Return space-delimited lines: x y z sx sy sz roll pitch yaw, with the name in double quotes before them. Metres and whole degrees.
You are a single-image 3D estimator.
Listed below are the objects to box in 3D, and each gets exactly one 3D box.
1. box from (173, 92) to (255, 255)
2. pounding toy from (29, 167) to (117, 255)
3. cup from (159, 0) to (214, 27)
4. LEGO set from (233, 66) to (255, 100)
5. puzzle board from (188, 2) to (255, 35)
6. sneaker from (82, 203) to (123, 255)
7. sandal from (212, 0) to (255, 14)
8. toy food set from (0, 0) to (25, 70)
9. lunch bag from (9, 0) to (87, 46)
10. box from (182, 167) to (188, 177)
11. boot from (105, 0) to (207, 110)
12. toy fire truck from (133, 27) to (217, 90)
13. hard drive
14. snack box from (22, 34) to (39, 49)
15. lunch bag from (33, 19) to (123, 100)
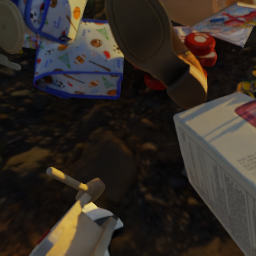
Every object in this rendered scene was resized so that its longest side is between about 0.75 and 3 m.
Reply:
"box" 1.819 0.644 4.061 1.308 1.535 2.400 -21 26 -4
"pounding toy" -1.031 1.420 3.804 1.270 2.214 1.266 42 99 1
"cup" 1.076 -3.730 6.499 1.797 2.513 2.513 -3 59 -25
"LEGO set" 2.842 -0.159 5.070 1.965 1.511 1.139 47 47 -20
"puzzle board" 1.740 -1.744 4.613 1.228 0.925 0.107 -10 89 -36
"sneaker" -0.989 2.960 5.592 1.191 1.097 2.977 18 62 8
"sandal" 1.891 -2.239 4.968 0.782 2.133 0.702 18 77 9
"toy food set" -2.470 -2.120 5.873 1.138 1.648 0.331 25 31 28
"lunch bag" -1.821 -3.200 6.570 0.927 1.966 2.453 17 96 21
"box" 2.395 0.645 6.931 1.148 0.996 1.878 38 68 19
"boot" 0.599 -1.629 5.509 0.963 2.613 2.021 -30 17 20
"toy fire truck" 1.345 -2.377 8.493 2.517 1.411 2.114 -3 48 -2
"hard drive" 3.095 -3.486 9.614 2.121 0.401 1.482 26 63 15
"snack box" -3.251 -3.369 9.553 1.003 0.374 1.410 11 61 6
"lunch bag" -1.411 -1.987 8.154 2.432 1.506 2.068 1 62 -7
